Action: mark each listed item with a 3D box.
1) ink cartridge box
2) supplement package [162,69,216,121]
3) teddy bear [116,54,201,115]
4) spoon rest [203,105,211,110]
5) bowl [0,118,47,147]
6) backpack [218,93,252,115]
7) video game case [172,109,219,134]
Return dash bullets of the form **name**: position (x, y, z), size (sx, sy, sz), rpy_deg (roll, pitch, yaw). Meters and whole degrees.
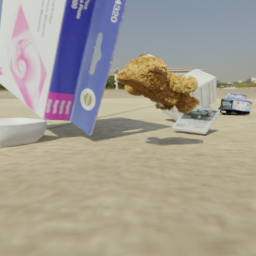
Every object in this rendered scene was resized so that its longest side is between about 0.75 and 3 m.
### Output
- **ink cartridge box**: position (-1.448, -1.700, 5.119), size (2.882, 2.830, 0.624), rpy_deg (33, 26, 35)
- **supplement package**: position (1.840, -1.016, 8.602), size (1.523, 0.893, 0.890), rpy_deg (-30, 39, -17)
- **teddy bear**: position (0.483, -0.617, 4.075), size (1.484, 0.495, 1.076), rpy_deg (24, -10, -32)
- **spoon rest**: position (2.421, -0.745, 9.603), size (0.908, 0.275, 0.451), rpy_deg (5, 44, -9)
- **bowl**: position (-2.159, 0.065, 5.067), size (1.117, 0.417, 1.115), rpy_deg (4, 8, 37)
- **backpack**: position (4.502, -0.961, 11.624), size (1.155, 0.935, 1.213), rpy_deg (17, 12, 32)
- **video game case**: position (1.517, -0.175, 6.295), size (0.823, 0.096, 0.748), rpy_deg (8, 45, 43)
